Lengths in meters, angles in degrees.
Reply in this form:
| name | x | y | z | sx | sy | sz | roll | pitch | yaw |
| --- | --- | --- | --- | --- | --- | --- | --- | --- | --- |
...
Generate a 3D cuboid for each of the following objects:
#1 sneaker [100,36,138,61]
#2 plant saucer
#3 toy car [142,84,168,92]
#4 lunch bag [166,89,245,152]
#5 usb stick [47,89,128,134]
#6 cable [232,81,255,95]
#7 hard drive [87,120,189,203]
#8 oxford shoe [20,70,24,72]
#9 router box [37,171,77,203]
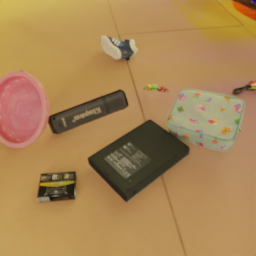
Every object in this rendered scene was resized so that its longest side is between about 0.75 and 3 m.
| name | x | y | z | sx | sy | sz | roll | pitch | yaw |
| --- | --- | --- | --- | --- | --- | --- | --- | --- | --- |
| sneaker | -0.352 | -3.880 | 13.217 | 1.342 | 0.738 | 1.833 | -22 | 49 | -24 |
| plant saucer | -3.506 | -0.585 | 9.213 | 2.460 | 2.460 | 0.623 | 25 | 11 | 22 |
| toy car | 1.028 | -1.528 | 10.641 | 1.013 | 0.226 | 0.953 | 6 | 4 | 8 |
| lunch bag | 2.606 | -0.333 | 9.272 | 2.327 | 0.897 | 1.867 | 16 | 62 | 23 |
| usb stick | -1.351 | -0.558 | 9.697 | 2.835 | 0.786 | 0.462 | -21 | 36 | -9 |
| cable | 4.810 | -1.682 | 11.326 | 1.311 | 0.330 | 0.637 | -7 | 46 | -6 |
| hard drive | 0.350 | 0.860 | 8.669 | 2.634 | 0.433 | 1.838 | -32 | 51 | -27 |
| oxford shoe | -4.873 | -1.823 | 11.338 | 1.836 | 0.530 | 0.690 | -36 | 58 | -27 |
| router box | -2.032 | 1.688 | 8.079 | 1.042 | 0.272 | 0.819 | -3 | 46 | -3 |
